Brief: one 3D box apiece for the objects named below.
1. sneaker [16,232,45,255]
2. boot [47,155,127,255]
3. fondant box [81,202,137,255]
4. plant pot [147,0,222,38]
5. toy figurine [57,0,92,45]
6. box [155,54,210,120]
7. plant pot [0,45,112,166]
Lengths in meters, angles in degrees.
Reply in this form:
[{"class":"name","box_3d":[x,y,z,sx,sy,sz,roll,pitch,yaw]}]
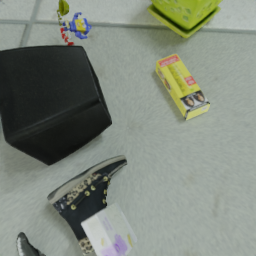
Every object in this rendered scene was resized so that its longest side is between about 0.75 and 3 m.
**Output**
[{"class":"sneaker","box_3d":[-2.156,2.866,6.322,0.509,0.374,1.125,-19,68,-14]},{"class":"boot","box_3d":[-0.619,1.735,6.698,2.147,0.775,1.622,-27,82,-31]},{"class":"fondant box","box_3d":[-0.328,2.104,5.626,0.380,1.306,0.942,-33,78,11]},{"class":"plant pot","box_3d":[1.905,-4.306,8.918,2.123,1.936,2.133,42,71,17]},{"class":"toy figurine","box_3d":[-1.521,-3.023,8.243,0.847,0.746,1.414,-10,80,-23]},{"class":"box","box_3d":[1.560,-1.229,8.212,0.741,0.493,1.968,-22,65,-8]},{"class":"plant pot","box_3d":[-1.623,-0.647,6.724,2.001,2.250,2.256,-19,69,1]}]
